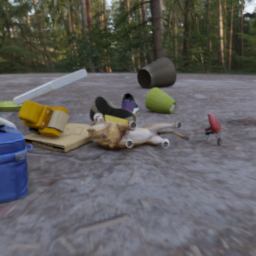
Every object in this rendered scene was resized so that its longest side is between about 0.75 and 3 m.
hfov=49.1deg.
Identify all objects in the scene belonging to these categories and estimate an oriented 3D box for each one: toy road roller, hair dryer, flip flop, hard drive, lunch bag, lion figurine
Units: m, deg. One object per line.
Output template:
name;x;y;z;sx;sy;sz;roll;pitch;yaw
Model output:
toy road roller;-2.496;-0.305;8.055;1.350;0.830;0.986;4;-22;29
hair dryer;2.434;0.016;8.249;0.263;0.968;0.737;-21;30;-25
flip flop;-0.487;-0.399;9.324;2.286;0.927;0.658;22;-1;41
hard drive;-2.709;-1.374;9.663;2.363;0.315;1.559;-12;17;41
lunch bag;-2.789;0.609;5.169;2.010;1.330;1.365;-10;18;-33
lion figurine;0.240;0.201;8.022;2.657;0.963;1.627;9;-7;-26

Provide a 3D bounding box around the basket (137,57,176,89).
basket;2.327;-4.403;23.464;2.925;2.637;1.989;-25;7;-38

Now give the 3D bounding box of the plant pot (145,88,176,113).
plant pot;1.594;-1.148;13.020;1.190;1.113;1.113;28;28;32

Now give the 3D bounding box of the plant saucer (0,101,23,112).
plant saucer;-5.732;-1.091;14.016;1.914;0.297;1.914;0;15;0

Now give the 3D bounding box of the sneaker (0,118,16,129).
sneaker;-4.154;0.199;7.143;1.168;1.153;2.941;-1;11;19

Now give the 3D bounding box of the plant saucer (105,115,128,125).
plant saucer;-0.400;0.058;8.446;0.762;0.762;0.185;14;34;18

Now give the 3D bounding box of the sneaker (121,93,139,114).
sneaker;0.097;-1.217;13.223;0.793;0.917;2.094;1;14;3

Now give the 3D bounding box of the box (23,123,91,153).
box;-1.928;0.234;8.876;1.840;0.239;2.251;7;16;29
